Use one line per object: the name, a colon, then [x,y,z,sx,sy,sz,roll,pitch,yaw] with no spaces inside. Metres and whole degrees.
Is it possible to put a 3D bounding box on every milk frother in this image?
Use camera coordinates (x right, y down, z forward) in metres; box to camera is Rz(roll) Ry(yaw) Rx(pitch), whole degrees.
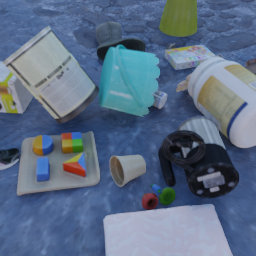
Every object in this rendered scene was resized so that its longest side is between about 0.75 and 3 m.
milk frother: [1.619,0.384,6.870,1.786,1.979,1.862,-3,37,0]

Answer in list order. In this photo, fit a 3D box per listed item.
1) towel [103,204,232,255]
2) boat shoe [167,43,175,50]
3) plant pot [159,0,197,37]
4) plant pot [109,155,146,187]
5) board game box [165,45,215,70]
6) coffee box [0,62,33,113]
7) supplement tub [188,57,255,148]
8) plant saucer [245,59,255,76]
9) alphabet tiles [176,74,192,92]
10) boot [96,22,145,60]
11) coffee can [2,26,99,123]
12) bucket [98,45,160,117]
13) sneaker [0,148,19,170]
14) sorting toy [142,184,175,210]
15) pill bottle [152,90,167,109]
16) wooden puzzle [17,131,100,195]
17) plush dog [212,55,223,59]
towel: [0.841,2.730,5.600,2.539,0.409,2.425,-5,44,-5]
boat shoe: [1.894,-3.618,12.613,0.276,0.281,0.754,13,33,26]
plant pot: [2.566,-5.859,13.708,1.918,2.050,1.918,0,43,0]
plant pot: [0.026,1.024,7.253,0.736,0.804,0.804,-12,43,-28]
board game box: [2.629,-3.023,11.893,1.815,0.311,1.220,-12,43,-13]
coffee box: [-4.043,-1.359,9.407,1.232,1.244,1.246,4,43,4]
supplement tub: [3.145,-0.851,8.404,1.841,1.841,2.549,-17,46,-17]
plant saucer: [5.394,-2.345,11.235,1.381,0.238,1.381,-1,43,1]
alphabet tiles: [2.343,-1.687,9.671,1.462,1.430,0.107,-27,78,-3]
boot: [-0.405,-4.033,12.662,2.278,0.909,2.506,-2,37,2]
coffee can: [-2.212,-1.532,8.298,1.687,2.305,1.687,-30,26,17]
bucket: [-0.044,-1.464,8.736,1.398,2.148,2.148,8,40,-17]
sneaker: [-3.658,0.802,7.545,1.390,0.600,0.558,-18,47,-19]
sorting toy: [0.687,1.626,6.804,0.880,0.529,0.361,-14,19,-19]
pill bottle: [0.791,-1.096,9.562,0.963,0.548,0.548,28,49,17]
wooden puzzle: [-1.916,0.795,7.629,2.104,0.487,1.949,-8,43,-8]
plush dog: [3.249,-2.134,10.527,1.064,1.239,0.994,-24,21,-32]
